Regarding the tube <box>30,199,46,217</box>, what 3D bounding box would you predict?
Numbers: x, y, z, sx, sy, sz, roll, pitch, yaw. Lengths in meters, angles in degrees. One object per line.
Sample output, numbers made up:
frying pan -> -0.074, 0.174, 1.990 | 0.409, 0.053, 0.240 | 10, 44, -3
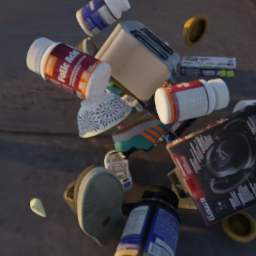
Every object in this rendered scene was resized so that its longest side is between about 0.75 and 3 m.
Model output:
tube -> -1.766, 1.543, 5.415 | 0.242, 0.834, 0.216 | -2, 87, -23

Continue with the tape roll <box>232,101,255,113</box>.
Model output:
tape roll -> 3.573, 0.051, 8.136 | 0.596, 1.704, 1.704 | -2, 45, -1

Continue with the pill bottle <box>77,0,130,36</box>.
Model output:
pill bottle -> -0.949, -4.499, 10.830 | 1.892, 1.095, 1.095 | -28, 41, 19

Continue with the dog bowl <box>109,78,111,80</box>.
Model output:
dog bowl -> -0.577, -1.990, 10.482 | 1.760, 0.436, 0.981 | -2, 2, -11

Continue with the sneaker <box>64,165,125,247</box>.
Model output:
sneaker -> -0.926, 1.438, 5.933 | 1.042, 2.787, 1.481 | -37, 57, -26

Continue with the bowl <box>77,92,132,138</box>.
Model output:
bowl -> -0.812, -0.516, 7.788 | 1.675, 0.786, 1.675 | -25, 20, 10

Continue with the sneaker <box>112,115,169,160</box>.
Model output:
sneaker -> 0.573, 0.198, 7.929 | 2.119, 0.846, 0.756 | -22, 16, -21

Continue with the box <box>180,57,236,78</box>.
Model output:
box -> 2.637, -2.033, 9.300 | 1.727, 0.300, 0.951 | 6, 38, 16

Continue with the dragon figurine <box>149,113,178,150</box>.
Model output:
dragon figurine -> 1.236, 0.123, 8.510 | 0.538, 0.909, 1.829 | -27, 43, -12

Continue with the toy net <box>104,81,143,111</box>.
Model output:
toy net -> -0.324, -1.201, 9.620 | 1.272, 0.468, 2.425 | 18, 10, -38

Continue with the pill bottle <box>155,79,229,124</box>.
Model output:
pill bottle -> 1.312, -0.577, 5.829 | 1.365, 0.748, 0.748 | -13, 46, -8

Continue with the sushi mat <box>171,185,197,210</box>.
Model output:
sushi mat -> 1.877, 1.867, 7.426 | 1.476, 0.089, 0.706 | 5, 45, 6

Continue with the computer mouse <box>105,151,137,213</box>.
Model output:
computer mouse -> -0.205, 1.455, 7.648 | 1.023, 0.409, 1.866 | -9, 51, -2

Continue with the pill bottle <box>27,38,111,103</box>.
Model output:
pill bottle -> -1.452, -1.447, 6.887 | 1.835, 1.048, 1.048 | 26, 49, 9

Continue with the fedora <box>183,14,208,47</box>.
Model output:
fedora -> 2.152, -3.249, 9.252 | 1.095, 1.095, 0.447 | -29, 48, -26

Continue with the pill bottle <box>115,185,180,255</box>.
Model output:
pill bottle -> 0.498, 2.318, 6.118 | 1.177, 1.177, 2.104 | 13, 38, 13

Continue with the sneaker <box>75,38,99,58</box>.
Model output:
sneaker -> -1.797, -2.537, 10.509 | 1.466, 1.032, 2.760 | -33, 19, 7

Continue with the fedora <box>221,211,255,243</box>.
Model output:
fedora -> 2.619, 2.387, 6.710 | 0.890, 0.363, 0.890 | 1, 38, -1

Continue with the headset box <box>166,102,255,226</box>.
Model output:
headset box -> 2.290, 0.842, 6.568 | 2.665, 1.029, 1.983 | -27, 88, 8

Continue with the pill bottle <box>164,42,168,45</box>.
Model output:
pill bottle -> 0.395, -2.809, 11.019 | 2.310, 1.265, 1.265 | 8, 43, 28

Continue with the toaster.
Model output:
toaster -> 0.333, -2.113, 8.857 | 2.564, 1.522, 2.319 | 40, 28, 0

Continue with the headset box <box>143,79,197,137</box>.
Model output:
headset box -> 1.194, -0.477, 7.248 | 0.969, 0.503, 1.303 | -49, 58, 5

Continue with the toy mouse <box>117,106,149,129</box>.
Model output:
toy mouse -> -0.031, -0.239, 8.378 | 1.066, 1.199, 0.232 | 30, 11, 2
